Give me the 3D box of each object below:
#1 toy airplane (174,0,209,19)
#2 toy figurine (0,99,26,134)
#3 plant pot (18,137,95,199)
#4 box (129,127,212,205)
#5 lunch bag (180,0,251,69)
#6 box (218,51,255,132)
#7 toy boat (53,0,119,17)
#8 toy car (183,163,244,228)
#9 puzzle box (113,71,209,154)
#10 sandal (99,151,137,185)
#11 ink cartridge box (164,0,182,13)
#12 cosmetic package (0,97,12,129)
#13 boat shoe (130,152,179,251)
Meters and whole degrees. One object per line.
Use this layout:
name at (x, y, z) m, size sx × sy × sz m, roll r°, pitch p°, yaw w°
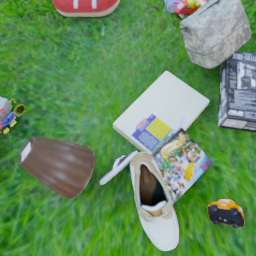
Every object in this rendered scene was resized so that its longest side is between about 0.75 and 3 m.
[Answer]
toy airplane at (2.350, -4.401, 9.632) m, size 1.397 × 0.986 × 1.391 m, roll 9°, pitch 61°, yaw 7°
toy figurine at (-3.400, -0.360, 8.020) m, size 0.543 × 0.617 × 1.029 m, roll 41°, pitch 86°, yaw -17°
plant pot at (-1.797, 0.824, 6.738) m, size 1.458 × 1.363 × 1.363 m, roll 30°, pitch 62°, yaw -32°
box at (1.135, 1.066, 7.318) m, size 1.862 × 0.351 × 1.271 m, roll -41°, pitch 90°, yaw -17°
lunch bag at (2.499, -2.898, 8.152) m, size 1.814 × 1.521 × 1.264 m, roll -37°, pitch 38°, yaw -3°
box at (4.233, -0.988, 8.224) m, size 2.950 × 0.734 × 2.327 m, roll 8°, pitch 66°, yaw 4°
toy boat at (-1.437, -4.808, 9.508) m, size 2.368 × 1.548 × 1.545 m, roll -1°, pitch 66°, yaw -1°
toy car at (2.171, 1.559, 6.831) m, size 0.610 × 0.899 × 1.833 m, roll -40°, pitch 104°, yaw -46°
puzzle box at (0.973, -0.398, 8.195) m, size 1.658 × 0.317 × 2.492 m, roll 40°, pitch 72°, yaw 16°
sandal at (-0.279, 0.983, 7.421) m, size 1.303 × 0.530 × 0.320 m, roll -40°, pitch 83°, yaw -18°
ink cartridge box at (1.653, -4.627, 10.101) m, size 0.618 × 0.346 × 0.906 m, roll -10°, pitch 64°, yaw -5°
cosmetic package at (-3.911, -0.353, 8.099) m, size 0.592 × 0.500 × 1.109 m, roll 17°, pitch 64°, yaw 7°
boat shoe at (0.575, 1.786, 6.463) m, size 0.903 × 0.827 × 2.417 m, roll -20°, pitch 93°, yaw 3°
